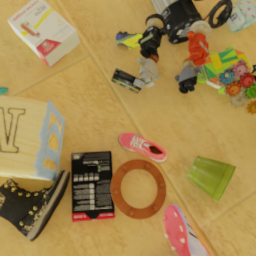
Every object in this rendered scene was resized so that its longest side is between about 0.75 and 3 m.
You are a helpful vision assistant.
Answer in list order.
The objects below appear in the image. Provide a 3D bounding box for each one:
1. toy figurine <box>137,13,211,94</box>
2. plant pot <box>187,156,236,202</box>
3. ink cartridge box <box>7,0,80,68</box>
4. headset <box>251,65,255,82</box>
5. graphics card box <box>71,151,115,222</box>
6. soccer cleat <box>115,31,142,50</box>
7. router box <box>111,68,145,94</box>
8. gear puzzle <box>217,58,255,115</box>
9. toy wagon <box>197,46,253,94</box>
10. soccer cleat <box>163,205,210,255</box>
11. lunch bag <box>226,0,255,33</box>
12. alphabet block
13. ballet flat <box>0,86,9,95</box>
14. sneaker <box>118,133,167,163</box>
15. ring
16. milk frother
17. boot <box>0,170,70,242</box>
[{"bbox_3d":[1.600,-2.670,10.195,2.536,2.497,1.765,9,60,6],"label":"toy figurine"},{"bbox_3d":[2.835,1.639,9.788,1.341,1.392,1.392,27,77,18],"label":"plant pot"},{"bbox_3d":[-3.385,-3.883,11.292,2.305,0.961,1.673,44,80,10],"label":"ink cartridge box"},{"bbox_3d":[4.852,-2.056,11.166,1.356,0.637,0.838,-5,78,-17],"label":"headset"},{"bbox_3d":[-1.259,2.046,9.963,1.495,0.606,2.383,-4,77,-2],"label":"graphics card box"},{"bbox_3d":[0.281,-3.565,11.539,1.635,0.528,0.684,5,106,-3],"label":"soccer cleat"},{"bbox_3d":[-0.026,-1.735,10.467,1.175,0.924,0.307,25,82,-6],"label":"router box"},{"bbox_3d":[4.291,-1.336,10.435,1.191,0.301,2.300,-33,113,14],"label":"gear puzzle"},{"bbox_3d":[3.596,-2.209,10.954,2.285,0.452,1.773,-15,70,5],"label":"toy wagon"},{"bbox_3d":[2.096,3.960,9.436,1.095,0.955,2.864,-2,59,-42],"label":"soccer cleat"},{"bbox_3d":[4.658,-4.664,11.614,1.260,0.768,1.073,-26,80,4],"label":"lunch bag"},{"bbox_3d":[-3.724,0.436,9.467,2.484,2.427,2.440,5,74,0],"label":"alphabet block"},{"bbox_3d":[-5.332,-1.423,10.962,1.251,0.464,0.464,-23,77,-8],"label":"ballet flat"},{"bbox_3d":[0.564,0.606,10.211,1.943,0.843,0.716,23,77,6],"label":"sneaker"},{"bbox_3d":[0.410,2.111,9.799,2.092,0.201,2.092,6,72,-17],"label":"ring"},{"bbox_3d":[2.509,-5.038,11.304,2.618,2.363,2.462,-9,73,-41],"label":"milk frother"},{"bbox_3d":[-3.383,2.326,9.749,1.960,0.952,2.602,27,83,6],"label":"boot"}]
